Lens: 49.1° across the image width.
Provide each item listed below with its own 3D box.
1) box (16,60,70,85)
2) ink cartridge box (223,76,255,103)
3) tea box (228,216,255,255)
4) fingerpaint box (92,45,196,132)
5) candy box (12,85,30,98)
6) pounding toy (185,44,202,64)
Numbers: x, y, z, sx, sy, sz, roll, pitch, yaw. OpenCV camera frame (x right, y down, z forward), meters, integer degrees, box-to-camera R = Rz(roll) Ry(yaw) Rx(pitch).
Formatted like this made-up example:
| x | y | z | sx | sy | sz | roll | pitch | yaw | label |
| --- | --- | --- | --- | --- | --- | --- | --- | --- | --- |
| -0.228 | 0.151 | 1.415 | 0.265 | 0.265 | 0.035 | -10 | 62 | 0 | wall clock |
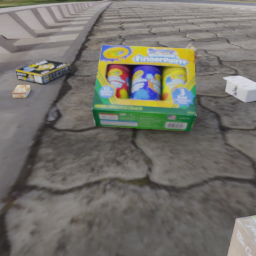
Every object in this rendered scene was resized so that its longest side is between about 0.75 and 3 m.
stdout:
| x | y | z | sx | sy | sz | roll | pitch | yaw | label |
| --- | --- | --- | --- | --- | --- | --- | --- | --- | --- |
| -3.644 | -2.449 | 12.133 | 1.447 | 0.447 | 1.813 | 13 | 32 | 25 | box |
| 4.202 | -1.459 | 10.308 | 0.809 | 0.477 | 1.406 | -10 | 31 | -17 | ink cartridge box |
| 2.408 | 2.059 | 3.196 | 1.877 | 1.275 | 1.908 | -4 | 29 | -6 | tea box |
| 0.495 | -1.194 | 8.115 | 2.760 | 1.012 | 2.303 | 4 | 62 | 3 | fingerpaint box |
| -3.952 | -1.365 | 10.410 | 0.451 | 0.216 | 0.782 | -2 | 29 | -4 | candy box |
| 2.459 | -2.560 | 10.357 | 0.646 | 1.129 | 0.648 | -35 | 67 | 1 | pounding toy |
